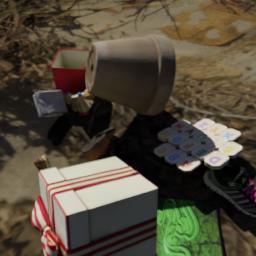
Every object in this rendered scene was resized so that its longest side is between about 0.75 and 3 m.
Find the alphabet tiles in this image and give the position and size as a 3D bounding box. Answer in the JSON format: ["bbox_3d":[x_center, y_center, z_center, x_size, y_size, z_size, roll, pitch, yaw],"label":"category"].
[{"bbox_3d":[2.251,0.451,9.136,2.589,0.193,2.647,-28,35,-24],"label":"alphabet tiles"}]

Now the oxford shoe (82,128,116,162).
[{"bbox_3d":[-0.897,0.551,9.497,0.589,0.589,1.652,-10,26,42],"label":"oxford shoe"}]

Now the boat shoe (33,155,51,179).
[{"bbox_3d":[-2.389,1.417,8.119,0.428,1.266,0.456,-22,17,-24],"label":"boat shoe"}]

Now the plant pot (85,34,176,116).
[{"bbox_3d":[-0.106,-1.858,9.515,2.424,2.793,2.793,2,47,-20],"label":"plant pot"}]

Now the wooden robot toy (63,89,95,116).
[{"bbox_3d":[-1.596,-1.054,10.449,0.951,0.923,2.096,-33,23,-26],"label":"wooden robot toy"}]

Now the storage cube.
[{"bbox_3d":[-2.185,-2.245,11.308,1.503,1.351,1.285,4,49,3],"label":"storage cube"}]

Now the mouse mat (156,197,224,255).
[{"bbox_3d":[1.417,3.023,7.428,2.158,0.101,2.681,4,43,3],"label":"mouse mat"}]

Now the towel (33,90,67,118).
[{"bbox_3d":[-2.821,-0.902,10.299,1.127,0.482,0.933,-13,77,-42],"label":"towel"}]

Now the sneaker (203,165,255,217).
[{"bbox_3d":[3.311,1.743,8.105,2.268,0.992,0.837,31,56,24],"label":"sneaker"}]

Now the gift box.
[{"bbox_3d":[-0.803,2.287,6.341,2.359,2.527,2.331,-8,14,-29],"label":"gift box"}]
